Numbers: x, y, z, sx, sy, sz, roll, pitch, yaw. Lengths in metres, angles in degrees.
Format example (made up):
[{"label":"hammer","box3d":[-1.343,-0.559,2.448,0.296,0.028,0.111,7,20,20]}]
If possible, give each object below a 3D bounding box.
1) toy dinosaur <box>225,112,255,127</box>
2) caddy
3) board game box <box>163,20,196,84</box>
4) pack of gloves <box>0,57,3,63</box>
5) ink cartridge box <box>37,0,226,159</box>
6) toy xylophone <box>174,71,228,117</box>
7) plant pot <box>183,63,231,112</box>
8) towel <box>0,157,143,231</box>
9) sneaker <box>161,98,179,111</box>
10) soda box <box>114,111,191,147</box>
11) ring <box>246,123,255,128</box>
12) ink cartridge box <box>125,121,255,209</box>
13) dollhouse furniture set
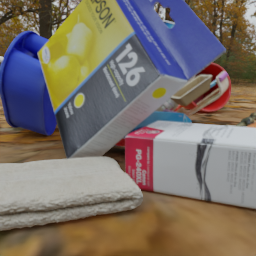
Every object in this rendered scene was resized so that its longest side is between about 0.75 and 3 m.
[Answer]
[{"label":"toy dinosaur","box3d":[3.004,-0.128,6.986,1.169,0.277,0.515,-19,24,-30]},{"label":"caddy","box3d":[-1.925,-0.868,5.778,1.142,2.175,1.538,20,48,5]},{"label":"board game box","box3d":[1.357,-1.985,9.182,1.752,2.776,0.480,27,4,27]},{"label":"pack of gloves","box3d":[-1.944,-1.617,7.781,2.760,0.545,2.318,21,10,10]},{"label":"ink cartridge box","box3d":[-0.246,-1.013,3.783,0.524,2.230,2.204,20,36,-46]},{"label":"toy xylophone","box3d":[1.954,-0.834,7.552,1.831,0.460,1.341,-35,1,33]},{"label":"plant pot","box3d":[2.662,-1.416,10.578,1.789,1.789,1.583,-3,-1,-15]},{"label":"towel","box3d":[-0.807,0.599,2.759,1.707,0.294,1.131,-3,12,-17]},{"label":"sneaker","box3d":[0.833,-0.496,6.838,0.495,1.122,0.457,0,39,-48]},{"label":"soda box","box3d":[0.080,0.030,4.582,1.763,0.598,0.566,6,-5,24]},{"label":"ring","box3d":[3.700,-0.022,5.494,2.572,0.247,2.572,-8,4,1]},{"label":"ink cartridge box","box3d":[0.868,0.334,3.199,1.509,0.629,1.096,5,11,25]},{"label":"dollhouse furniture set","box3d":[0.769,-0.973,5.934,1.594,1.131,1.263,-35,21,-11]}]
